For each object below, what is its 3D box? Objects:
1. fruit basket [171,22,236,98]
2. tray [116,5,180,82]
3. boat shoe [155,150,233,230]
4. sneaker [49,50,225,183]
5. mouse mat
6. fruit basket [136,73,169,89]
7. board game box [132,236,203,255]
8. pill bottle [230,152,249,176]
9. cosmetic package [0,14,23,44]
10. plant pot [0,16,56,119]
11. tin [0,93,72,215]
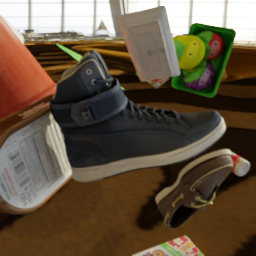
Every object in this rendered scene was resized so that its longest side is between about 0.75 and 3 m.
[{"bbox_3d":[1.930,-1.927,7.664,1.493,2.070,2.070,20,29,22],"label":"fruit basket"},{"bbox_3d":[0.501,-1.693,6.158,1.029,1.916,0.212,-7,54,16],"label":"tray"},{"bbox_3d":[0.694,0.685,2.943,0.467,1.299,0.387,2,53,-25],"label":"boat shoe"},{"bbox_3d":[0.125,-0.347,4.191,2.560,1.850,0.973,-15,18,-1],"label":"sneaker"},{"bbox_3d":[-1.290,-2.117,9.919,2.422,0.091,1.949,41,13,18],"label":"mouse mat"},{"bbox_3d":[0.760,-1.653,9.065,0.415,0.886,0.820,-59,14,-27],"label":"fruit basket"},{"bbox_3d":[0.722,2.611,5.474,1.449,0.217,0.692,-13,26,-21],"label":"board game box"},{"bbox_3d":[3.215,1.058,8.638,0.514,0.514,0.916,-11,25,-23],"label":"pill bottle"},{"bbox_3d":[-5.075,-2.095,9.122,2.414,2.929,2.416,-2,-10,5],"label":"cosmetic package"},{"bbox_3d":[-3.206,-0.966,6.524,2.991,2.908,2.991,-28,18,10],"label":"plant pot"},{"bbox_3d":[-1.304,0.321,4.510,0.520,1.392,2.486,6,29,27],"label":"tin"}]
